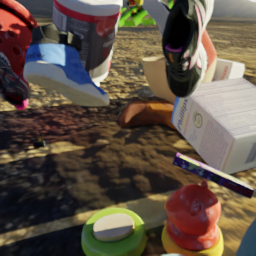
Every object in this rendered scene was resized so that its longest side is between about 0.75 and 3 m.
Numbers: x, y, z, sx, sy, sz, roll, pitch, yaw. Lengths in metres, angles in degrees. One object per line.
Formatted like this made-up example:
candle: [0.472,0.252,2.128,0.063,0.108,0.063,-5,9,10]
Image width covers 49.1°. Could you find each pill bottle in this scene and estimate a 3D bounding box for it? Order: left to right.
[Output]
pill bottle: [-1.228,-2.193,7.548,1.625,2.936,1.625,9,43,-9]

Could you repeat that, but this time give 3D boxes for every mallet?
mallet: [-2.827,0.371,8.809,0.350,0.219,1.064,-13,24,-17]

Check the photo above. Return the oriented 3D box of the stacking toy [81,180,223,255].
stacking toy: [0.272,1.906,4.438,2.606,1.216,2.879,7,26,12]

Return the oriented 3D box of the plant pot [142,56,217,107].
plant pot: [2.019,-1.847,11.160,2.838,1.906,2.838,-4,18,1]

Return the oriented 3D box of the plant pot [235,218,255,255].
plant pot: [2.550,1.808,3.441,2.418,2.272,2.418,1,26,0]

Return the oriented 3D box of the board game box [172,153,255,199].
board game box: [1.428,0.798,4.860,1.332,0.215,0.799,24,7,13]

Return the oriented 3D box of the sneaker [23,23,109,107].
sneaker: [-1.150,-1.321,6.069,0.913,1.323,2.378,-4,-14,32]

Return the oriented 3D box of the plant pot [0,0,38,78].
plant pot: [-3.907,-2.426,8.294,2.493,2.493,2.270,10,67,19]

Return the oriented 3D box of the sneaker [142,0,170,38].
sneaker: [0.970,-2.552,6.757,0.529,1.498,0.743,-32,10,32]

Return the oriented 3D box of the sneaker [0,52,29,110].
sneaker: [-3.124,-1.215,6.920,0.798,1.979,0.739,-26,54,12]

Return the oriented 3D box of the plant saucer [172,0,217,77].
plant saucer: [1.561,-2.102,6.828,0.341,1.853,1.856,-22,-7,1]

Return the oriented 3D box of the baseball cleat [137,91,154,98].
baseball cleat: [0.900,-1.457,12.361,0.944,0.329,0.502,-6,27,-11]

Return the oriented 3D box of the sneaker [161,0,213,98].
sneaker: [0.943,-1.455,5.263,0.894,2.226,0.961,17,47,26]

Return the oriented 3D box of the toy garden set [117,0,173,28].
toy garden set: [0.426,-4.047,9.070,2.674,0.534,2.229,16,53,45]

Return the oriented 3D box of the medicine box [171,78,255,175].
medicine box: [2.951,-0.190,8.040,2.393,1.352,2.627,-10,39,-20]

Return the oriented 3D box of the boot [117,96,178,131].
boot: [1.217,-0.145,9.486,2.423,0.881,2.573,-15,36,-43]

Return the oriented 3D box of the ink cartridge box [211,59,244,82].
ink cartridge box: [3.527,-2.152,12.073,0.988,1.688,2.335,-4,22,-42]
